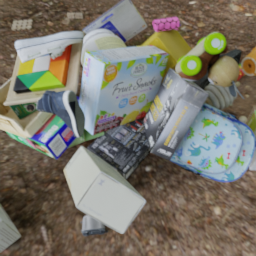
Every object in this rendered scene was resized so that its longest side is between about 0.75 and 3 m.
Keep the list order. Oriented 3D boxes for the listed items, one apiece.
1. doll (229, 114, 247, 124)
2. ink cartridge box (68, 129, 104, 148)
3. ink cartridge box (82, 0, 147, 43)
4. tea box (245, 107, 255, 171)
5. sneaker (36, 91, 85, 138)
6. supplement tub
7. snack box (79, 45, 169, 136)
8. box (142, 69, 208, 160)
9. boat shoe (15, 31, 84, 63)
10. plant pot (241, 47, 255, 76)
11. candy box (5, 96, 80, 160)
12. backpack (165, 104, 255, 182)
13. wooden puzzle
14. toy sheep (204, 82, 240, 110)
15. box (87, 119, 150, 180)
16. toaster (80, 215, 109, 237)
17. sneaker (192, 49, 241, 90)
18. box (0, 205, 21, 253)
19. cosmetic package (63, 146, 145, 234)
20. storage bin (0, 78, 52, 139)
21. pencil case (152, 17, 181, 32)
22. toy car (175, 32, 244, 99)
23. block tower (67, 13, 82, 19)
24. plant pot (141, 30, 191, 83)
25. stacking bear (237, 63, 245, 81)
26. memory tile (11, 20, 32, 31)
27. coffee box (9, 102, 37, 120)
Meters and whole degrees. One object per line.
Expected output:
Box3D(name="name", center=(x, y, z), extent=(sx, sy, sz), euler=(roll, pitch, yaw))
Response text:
Box3D(name="doll", center=(3.433, -0.068, 9.825), extent=(1.434, 0.978, 0.347), euler=(-23, 28, 22))
Box3D(name="ink cartridge box", center=(-1.639, 0.062, 9.979), extent=(1.443, 0.346, 1.050), euler=(-21, 42, 4))
Box3D(name="ink cartridge box", center=(-0.552, -4.304, 11.755), extent=(2.186, 2.212, 0.520), euler=(-30, 66, 15))
Box3D(name="tea box", center=(5.116, 0.401, 9.465), extent=(1.907, 1.274, 1.877), euler=(3, 54, 2))
Box3D(name="sneaker", center=(-1.870, -0.394, 7.808), extent=(1.120, 1.551, 0.590), euler=(3, 41, 17))
Box3D(name="supplement tub", center=(-0.742, -2.468, 11.109), extent=(1.937, 1.937, 2.672), euler=(-18, 56, -13))
Box3D(name="snack box", center=(-0.158, -1.317, 9.141), extent=(0.976, 2.432, 2.884), euler=(36, 38, 30))
Box3D(name="box", center=(1.237, -0.530, 8.316), extent=(0.629, 2.063, 2.604), euler=(23, 19, -11))
Box3D(name="boat shoe", center=(-2.203, -2.313, 8.106), extent=(1.948, 0.650, 0.716), euler=(-15, 12, -12))
Box3D(name="plant pot", center=(3.799, -1.911, 8.144), extent=(0.837, 0.914, 0.914), euler=(-26, 59, -22))
Box3D(name="candy box", center=(-2.853, -0.301, 9.809), extent=(2.526, 0.973, 2.136), euler=(17, 56, 32))
Box3D(name="backpack", center=(2.557, 0.508, 8.553), extent=(2.366, 1.739, 2.165), euler=(23, 96, 3))
Box3D(name="wooden puzzle", center=(-2.622, -1.925, 8.734), extent=(2.417, 0.486, 2.612), euler=(-5, 61, 17))
Box3D(name="toy sheep", center=(3.058, -1.132, 9.397), extent=(1.597, 1.101, 1.101), euler=(-35, 60, -3))
Box3D(name="box", center=(-0.110, 0.570, 9.808), extent=(1.655, 0.522, 2.098), euler=(32, 60, 21))
Box3D(name="toaster", center=(-0.991, 2.849, 8.239), extent=(0.797, 0.453, 0.515), euler=(-5, 52, -7))
Box3D(name="sneaker", center=(3.605, -2.658, 11.822), extent=(2.942, 1.117, 1.335), euler=(-32, 54, -23))
Box3D(name="box", center=(-4.162, 2.625, 7.649), extent=(1.419, 1.656, 1.648), euler=(-36, 63, -22))
Box3D(name="cosmetic package", center=(-0.781, 1.501, 7.529), extent=(1.420, 2.744, 1.003), euler=(37, 86, -19))
Box3D(name="storage bin", center=(-3.378, -0.790, 9.130), extent=(1.934, 0.913, 1.948), euler=(15, 54, 30))
Box3D(name="pencil case", center=(1.360, -3.677, 10.015), extent=(0.977, 0.457, 0.443), euler=(-13, 30, -18))
Box3D(name="toy car", center=(2.228, -1.376, 7.146), extent=(1.386, 1.443, 1.756), euler=(-42, 96, 13))
Box3D(name="block tower", center=(-2.764, -5.854, 14.584), extent=(0.786, 0.212, 0.227), euler=(2, 56, 1))
Box3D(name="plant pot", center=(1.246, -2.736, 10.744), extent=(1.786, 1.786, 1.575), euler=(51, 33, -5))
Box3D(name="stacking bear", center=(4.865, -2.452, 11.968), extent=(1.001, 0.569, 0.608), euler=(-43, 92, -14))
Box3D(name="memory tile", center=(-5.377, -5.220, 14.215), extent=(0.994, 0.083, 0.762), euler=(-5, 55, -4))
Box3D(name="coffee box", center=(-3.226, -0.812, 9.135), extent=(1.121, 0.689, 0.246), euler=(-32, 52, -11))
